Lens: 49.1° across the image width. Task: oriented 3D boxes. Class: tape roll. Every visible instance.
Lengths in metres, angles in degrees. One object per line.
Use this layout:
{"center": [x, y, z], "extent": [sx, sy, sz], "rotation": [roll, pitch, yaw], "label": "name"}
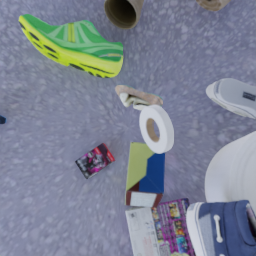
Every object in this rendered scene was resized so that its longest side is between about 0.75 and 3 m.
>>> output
{"center": [0.594, 0.029, 6.013], "extent": [0.193, 1.057, 1.057], "rotation": [-17, 78, -24], "label": "tape roll"}
{"center": [3.423, 1.433, 6.532], "extent": [2.821, 1.937, 2.821], "rotation": [0, 77, -1], "label": "tape roll"}

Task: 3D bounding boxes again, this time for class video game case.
{"center": [0.909, 2.830, 7.033], "extent": [1.670, 0.330, 1.842], "rotation": [-12, 76, -3], "label": "video game case"}

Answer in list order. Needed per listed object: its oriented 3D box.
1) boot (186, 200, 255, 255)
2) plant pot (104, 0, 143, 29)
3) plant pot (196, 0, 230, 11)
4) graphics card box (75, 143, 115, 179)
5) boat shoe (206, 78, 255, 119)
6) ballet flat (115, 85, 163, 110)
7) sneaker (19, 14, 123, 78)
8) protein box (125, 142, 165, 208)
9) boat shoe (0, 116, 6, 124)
{"center": [2.021, 2.599, 5.154], "extent": [1.163, 0.936, 2.574], "rotation": [-19, 92, 39], "label": "boot"}
{"center": [-0.009, -3.617, 8.165], "extent": [1.089, 1.089, 0.945], "rotation": [28, 62, 6], "label": "plant pot"}
{"center": [2.600, -4.176, 7.967], "extent": [1.550, 1.550, 1.345], "rotation": [33, 86, 7], "label": "plant pot"}
{"center": [-0.885, 0.886, 7.524], "extent": [0.918, 0.234, 0.576], "rotation": [-33, 82, -5], "label": "graphics card box"}
{"center": [3.186, -0.686, 7.575], "extent": [2.348, 0.772, 0.845], "rotation": [13, 89, -18], "label": "boat shoe"}
{"center": [0.172, -0.768, 7.455], "extent": [1.510, 0.514, 0.508], "rotation": [18, 62, 30], "label": "ballet flat"}
{"center": [-1.531, -2.421, 7.858], "extent": [2.999, 1.111, 1.253], "rotation": [23, 76, -6], "label": "sneaker"}
{"center": [0.396, 1.175, 6.804], "extent": [0.827, 1.226, 1.217], "rotation": [5, 60, 1], "label": "protein box"}
{"center": [-3.759, -0.289, 7.688], "extent": [0.799, 0.274, 0.336], "rotation": [8, 111, 10], "label": "boat shoe"}
